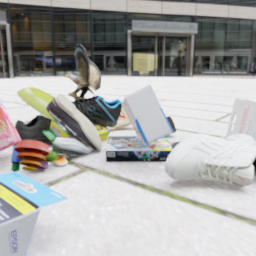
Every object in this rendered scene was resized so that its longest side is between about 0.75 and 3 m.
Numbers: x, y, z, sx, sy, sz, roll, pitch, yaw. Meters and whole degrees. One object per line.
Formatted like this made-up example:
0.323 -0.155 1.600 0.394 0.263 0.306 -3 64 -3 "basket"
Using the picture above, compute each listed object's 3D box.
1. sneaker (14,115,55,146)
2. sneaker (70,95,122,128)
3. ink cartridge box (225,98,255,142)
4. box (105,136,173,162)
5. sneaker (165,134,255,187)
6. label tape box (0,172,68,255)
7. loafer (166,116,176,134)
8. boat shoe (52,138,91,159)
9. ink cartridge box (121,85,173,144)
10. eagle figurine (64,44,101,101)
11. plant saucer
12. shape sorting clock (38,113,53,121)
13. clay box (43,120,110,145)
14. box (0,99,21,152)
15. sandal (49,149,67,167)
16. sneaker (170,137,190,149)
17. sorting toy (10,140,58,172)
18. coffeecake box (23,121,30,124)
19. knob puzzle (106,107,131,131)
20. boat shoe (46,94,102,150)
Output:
-2.953 0.043 10.285 2.440 1.107 0.927 -11 13 -41 "sneaker"
-1.457 -0.786 10.244 2.669 1.093 0.977 6 33 -33 "sneaker"
4.187 0.136 8.350 1.009 1.755 2.996 6 13 -11 "ink cartridge box"
0.342 0.664 9.136 2.068 0.390 1.412 0 16 0 "box"
2.322 0.872 6.851 2.852 1.111 1.417 -8 30 -17 "sneaker"
-2.598 1.609 4.469 1.923 0.887 2.684 12 16 40 "label tape box"
1.128 -0.276 11.942 0.861 0.841 2.358 -12 13 -38 "loafer"
-1.819 0.673 8.812 0.560 0.551 1.552 39 11 33 "boat shoe"
0.484 -0.345 8.313 0.831 1.439 1.971 -26 1 -4 "ink cartridge box"
-2.198 -2.583 14.101 2.027 2.686 2.038 26 -14 -25 "eagle figurine"
-3.296 -0.972 12.060 2.952 0.459 2.952 32 7 -4 "plant saucer"
-3.284 -0.688 14.400 2.750 0.540 2.750 -1 14 0 "shape sorting clock"
-1.824 0.135 10.137 1.245 0.516 2.168 40 32 24 "clay box"
-4.437 -0.600 8.112 1.403 2.938 1.465 -26 6 -15 "box"
-2.231 0.820 8.585 0.490 0.366 1.278 -18 21 -35 "sandal"
2.065 0.491 9.797 1.253 0.468 0.514 -2 14 -6 "sneaker"
-2.528 0.885 7.356 1.081 0.739 1.799 4 -19 -1 "sorting toy"
-3.552 0.041 11.356 1.147 0.546 1.494 -14 18 -41 "coffeecake box"
-0.976 -0.311 12.941 2.336 0.324 2.336 -6 32 4 "knob puzzle"
-1.767 -0.064 9.283 0.718 2.288 0.831 -33 20 17 "boat shoe"
